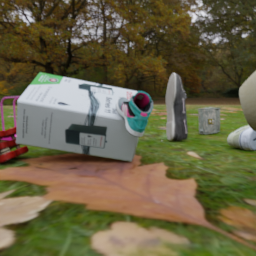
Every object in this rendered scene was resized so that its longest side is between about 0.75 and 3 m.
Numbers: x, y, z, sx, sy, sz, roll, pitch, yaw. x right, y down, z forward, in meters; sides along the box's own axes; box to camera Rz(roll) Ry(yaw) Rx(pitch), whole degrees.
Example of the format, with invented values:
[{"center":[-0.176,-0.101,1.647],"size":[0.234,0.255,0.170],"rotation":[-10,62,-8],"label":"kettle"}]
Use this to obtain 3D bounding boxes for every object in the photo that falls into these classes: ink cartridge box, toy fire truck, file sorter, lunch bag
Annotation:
[{"center":[-1.145,-0.338,7.253],"size":[2.832,1.176,2.076],"rotation":[10,28,-8],"label":"ink cartridge box"},{"center":[-3.233,0.544,6.991],"size":[1.071,0.715,1.275],"rotation":[-25,2,17],"label":"toy fire truck"},{"center":[-3.344,-0.444,10.896],"size":[1.788,1.614,2.573],"rotation":[2,7,21],"label":"file sorter"},{"center":[3.424,-0.317,11.967],"size":[0.793,1.106,1.348],"rotation":[2,7,35],"label":"lunch bag"}]

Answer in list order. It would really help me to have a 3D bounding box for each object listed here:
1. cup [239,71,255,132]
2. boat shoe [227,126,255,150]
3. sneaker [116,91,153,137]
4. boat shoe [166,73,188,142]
[{"center":[2.550,-0.472,4.625],"size":[1.143,1.599,1.599],"rotation":[-19,-5,34],"label":"cup"},{"center":[4.158,0.143,9.043],"size":[2.547,0.917,0.790],"rotation":[-9,9,-39],"label":"boat shoe"},{"center":[0.127,-0.486,5.965],"size":[0.534,0.771,1.277],"rotation":[7,35,-28],"label":"sneaker"},{"center":[1.774,-0.715,9.964],"size":[0.682,2.394,0.800],"rotation":[2,0,-14],"label":"boat shoe"}]
